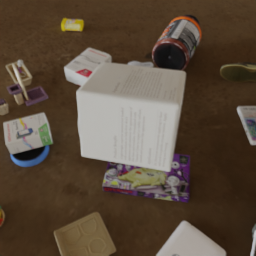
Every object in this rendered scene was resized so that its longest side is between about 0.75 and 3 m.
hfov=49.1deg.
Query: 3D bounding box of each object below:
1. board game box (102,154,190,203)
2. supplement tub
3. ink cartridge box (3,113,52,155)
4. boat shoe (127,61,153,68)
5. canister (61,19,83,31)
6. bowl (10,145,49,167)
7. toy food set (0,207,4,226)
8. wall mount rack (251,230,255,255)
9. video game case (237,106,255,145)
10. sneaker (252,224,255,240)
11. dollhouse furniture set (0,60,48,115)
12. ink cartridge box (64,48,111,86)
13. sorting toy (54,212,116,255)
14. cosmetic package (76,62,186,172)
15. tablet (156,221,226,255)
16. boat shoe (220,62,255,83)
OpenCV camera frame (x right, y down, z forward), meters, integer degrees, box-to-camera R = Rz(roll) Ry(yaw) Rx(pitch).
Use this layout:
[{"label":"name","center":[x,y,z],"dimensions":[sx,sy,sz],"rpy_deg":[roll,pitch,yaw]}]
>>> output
[{"label":"board game box","center":[0.600,1.381,8.613],"dimensions":[2.533,0.409,1.520],"rpy_deg":[6,45,5]},{"label":"supplement tub","center":[2.262,-3.825,12.341],"dimensions":[1.602,1.602,2.997],"rpy_deg":[18,50,15]},{"label":"ink cartridge box","center":[-3.280,0.180,9.171],"dimensions":[1.360,0.595,0.989],"rpy_deg":[-16,52,-11]},{"label":"boat shoe","center":[0.450,-2.196,10.255],"dimensions":[0.955,0.339,0.344],"rpy_deg":[6,60,10]},{"label":"canister","center":[-2.855,-5.283,14.393],"dimensions":[1.001,0.433,0.743],"rpy_deg":[3,49,1]},{"label":"bowl","center":[-3.264,0.712,9.256],"dimensions":[1.226,0.241,1.226],"rpy_deg":[0,49,0]},{"label":"toy food set","center":[-3.841,2.518,7.695],"dimensions":[0.829,0.202,0.821],"rpy_deg":[-16,51,-13]},{"label":"wall mount rack","center":[3.496,3.385,6.642],"dimensions":[1.735,0.647,1.508],"rpy_deg":[12,50,9]},{"label":"video game case","center":[5.063,-0.119,10.001],"dimensions":[1.884,0.223,1.715],"rpy_deg":[0,49,-1]},{"label":"sneaker","center":[4.477,2.053,7.460],"dimensions":[1.049,1.174,2.866],"rpy_deg":[35,57,27]},{"label":"dollhouse furniture set","center":[-4.599,-2.108,10.724],"dimensions":[1.946,1.743,2.456],"rpy_deg":[-26,54,-21]},{"label":"ink cartridge box","center":[-1.643,-2.519,11.774],"dimensions":[1.225,0.703,1.687],"rpy_deg":[25,53,20]},{"label":"sorting toy","center":[-1.010,3.154,7.152],"dimensions":[1.304,0.234,1.750],"rpy_deg":[-18,51,-21]},{"label":"cosmetic package","center":[0.162,-0.426,8.566],"dimensions":[2.787,2.297,2.300],"rpy_deg":[10,35,10]},{"label":"tablet","center":[1.357,3.441,6.934],"dimensions":[1.335,0.140,2.052],"rpy_deg":[33,56,26]},{"label":"boat shoe","center":[4.865,-2.365,11.681],"dimensions":[2.122,0.758,0.697],"rpy_deg":[4,39,3]}]
